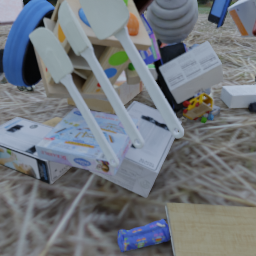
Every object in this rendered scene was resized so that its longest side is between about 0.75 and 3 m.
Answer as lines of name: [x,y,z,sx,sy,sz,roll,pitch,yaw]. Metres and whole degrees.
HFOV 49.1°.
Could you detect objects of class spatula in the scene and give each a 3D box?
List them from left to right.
spatula: [-0.331,-0.656,3.782,1.649,2.372,0.190,-28,4,33]

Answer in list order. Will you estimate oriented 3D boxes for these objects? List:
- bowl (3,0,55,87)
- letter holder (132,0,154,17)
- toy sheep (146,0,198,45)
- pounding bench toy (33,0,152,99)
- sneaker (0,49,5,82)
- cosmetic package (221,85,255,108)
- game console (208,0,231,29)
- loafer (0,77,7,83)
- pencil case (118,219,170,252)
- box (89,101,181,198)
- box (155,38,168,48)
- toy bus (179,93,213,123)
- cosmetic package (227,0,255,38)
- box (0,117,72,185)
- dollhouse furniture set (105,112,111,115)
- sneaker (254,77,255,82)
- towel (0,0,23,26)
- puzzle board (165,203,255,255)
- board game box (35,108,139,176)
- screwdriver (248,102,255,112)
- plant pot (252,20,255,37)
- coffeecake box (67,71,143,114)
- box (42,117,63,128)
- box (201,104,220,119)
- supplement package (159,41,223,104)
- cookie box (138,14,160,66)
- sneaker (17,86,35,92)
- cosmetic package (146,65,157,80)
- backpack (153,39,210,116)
bowl: [-2.095,-1.852,6.379,0.396,2.015,2.015,24,31,-1]
letter holder: [-0.787,-3.354,6.827,2.527,1.271,1.796,31,79,42]
toy sheep: [1.454,-3.813,9.200,1.855,2.691,1.855,-5,65,11]
pounding bench toy: [-0.345,-1.608,5.218,2.233,1.742,1.387,-3,62,-35]
sneaker: [-3.759,-1.464,7.807,0.622,0.948,1.647,36,57,-17]
cosmetic package: [4.762,-1.194,10.538,2.254,0.571,0.930,-2,29,-4]
game console: [2.587,-3.463,8.030,0.584,0.988,0.843,-12,41,-33]
loafer: [-5.936,-2.285,12.786,0.964,0.336,0.362,11,31,19]
pencil case: [0.291,1.921,5.019,0.963,0.418,0.376,-9,44,-14]
box: [0.306,0.372,7.108,1.529,0.788,2.622,22,34,9]
box: [1.411,-4.866,16.386,1.327,1.438,2.803,-16,34,-26]
toy bus: [1.480,-0.454,6.060,0.724,0.683,0.374,4,57,16]
cosmetic package: [3.788,-3.336,8.129,0.786,1.118,2.205,-33,12,9]
box: [-2.490,0.499,7.316,2.312,0.695,1.348,15,32,25]
dollhouse furniture set: [-0.691,0.220,7.582,1.140,0.873,1.740,-6,30,-18]
sneaker: [3.751,-1.554,6.561,0.756,2.103,0.762,-36,77,-22]
towel: [-4.009,-3.619,8.786,1.387,0.234,1.453,-7,51,-12]
puzzle board: [1.974,2.090,4.703,2.501,0.218,1.885,4,32,-3]
board game box: [-0.676,0.182,5.211,1.455,0.299,1.451,11,34,15]
screwdriver: [5.689,-0.925,10.180,2.860,0.399,0.416,-10,60,-12]
plant pot: [3.258,-2.454,6.123,0.997,0.970,0.997,19,10,-3]
coffeecake box: [-0.828,-1.641,10.963,1.998,0.951,2.603,13,31,23]
box: [-2.400,-0.025,8.894,0.847,0.110,1.036,21,35,33]
box: [2.670,-0.663,9.935,0.731,0.223,0.923,-24,37,-36]
supplement package: [1.587,-1.337,6.983,1.299,1.011,0.720,-27,69,12]
cookie box: [0.279,-2.669,7.788,0.554,1.261,1.475,-27,69,5]
sneaker: [-4.309,-1.728,11.881,0.845,0.325,0.374,14,18,13]
cosmetic package: [1.517,-2.627,13.177,1.334,0.566,0.718,-2,27,0]
backpack: [1.762,-1.866,9.879,1.923,2.496,2.378,-11,11,-1]
